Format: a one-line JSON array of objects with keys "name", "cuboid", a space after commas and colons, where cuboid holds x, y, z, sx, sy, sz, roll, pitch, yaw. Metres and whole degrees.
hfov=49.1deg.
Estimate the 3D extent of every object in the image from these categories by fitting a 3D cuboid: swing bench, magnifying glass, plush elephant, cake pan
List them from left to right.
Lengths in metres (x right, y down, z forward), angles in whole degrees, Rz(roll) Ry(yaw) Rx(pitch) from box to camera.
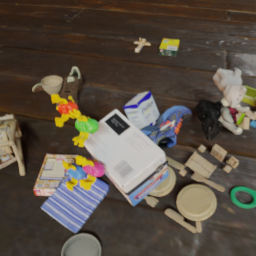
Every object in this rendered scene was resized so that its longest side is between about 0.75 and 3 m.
[{"name": "swing bench", "cuboid": [-4.776, 0.564, 9.205, 2.273, 1.482, 2.285, -13, 41, -15]}, {"name": "cake pan", "cuboid": [-1.175, 3.162, 7.061, 0.984, 0.180, 0.984, 0, 39, 0]}, {"name": "plush elephant", "cuboid": [3.749, -0.582, 10.121, 1.498, 1.160, 1.234, 40, 13, 23]}, {"name": "magnifying glass", "cuboid": [3.956, 2.129, 8.341, 1.757, 0.197, 0.699, 4, 39, 7]}]

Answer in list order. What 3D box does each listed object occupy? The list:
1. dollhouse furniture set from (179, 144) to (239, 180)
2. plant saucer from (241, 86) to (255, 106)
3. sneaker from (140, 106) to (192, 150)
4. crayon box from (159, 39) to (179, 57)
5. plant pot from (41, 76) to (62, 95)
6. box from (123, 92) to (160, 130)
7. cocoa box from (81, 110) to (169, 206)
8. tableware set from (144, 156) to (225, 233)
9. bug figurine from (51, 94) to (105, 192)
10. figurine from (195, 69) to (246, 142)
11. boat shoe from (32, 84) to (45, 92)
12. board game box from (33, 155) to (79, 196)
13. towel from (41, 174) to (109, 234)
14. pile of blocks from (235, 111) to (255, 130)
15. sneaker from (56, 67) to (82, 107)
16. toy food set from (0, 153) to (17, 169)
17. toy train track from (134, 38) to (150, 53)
[{"name": "dollhouse furniture set", "cuboid": [2.649, 1.359, 9.267, 1.272, 0.728, 1.492, 38, 81, 22]}, {"name": "plant saucer", "cuboid": [5.466, -1.520, 12.666, 1.132, 0.271, 1.130, 30, 48, 31]}, {"name": "sneaker", "cuboid": [1.421, 0.194, 10.138, 2.766, 1.042, 1.085, -37, 56, -25]}, {"name": "crayon box", "cuboid": [2.430, -4.750, 16.476, 1.001, 0.401, 1.578, 10, 41, 12]}, {"name": "plant pot", "cuboid": [-3.437, -1.866, 12.798, 0.950, 0.638, 0.950, 0, 40, 0]}, {"name": "box", "cuboid": [0.554, -0.561, 10.493, 0.637, 1.215, 1.117, -10, 24, 38]}, {"name": "cocoa box", "cuboid": [-0.096, 0.857, 8.310, 1.487, 1.464, 2.230, -38, 55, -14]}, {"name": "tableware set", "cuboid": [1.430, 1.929, 8.293, 2.442, 0.489, 1.614, 27, 63, 36]}, {"name": "bug figurine", "cuboid": [-1.329, 0.438, 7.553, 0.710, 2.761, 2.141, -13, 16, -32]}, {"name": "figurine", "cuboid": [2.935, -0.772, 8.821, 0.875, 2.032, 1.983, 24, 29, -3]}, {"name": "boat shoe", "cuboid": [-4.006, -1.887, 13.070, 0.343, 0.343, 0.928, 33, 49, 26]}, {"name": "board game box", "cuboid": [-2.242, 1.486, 8.958, 1.111, 0.340, 1.467, 2, 40, 2]}, {"name": "towel", "cuboid": [-1.469, 2.002, 8.120, 1.248, 0.206, 1.724, 33, 48, 7]}, {"name": "pile of blocks", "cuboid": [4.727, -0.312, 11.053, 2.007, 0.824, 0.624, 8, -2, -1]}, {"name": "sneaker", "cuboid": [-2.640, -1.762, 12.398, 0.917, 0.983, 2.602, 1, 39, 2]}, {"name": "toy food set", "cuboid": [-4.499, 0.951, 9.585, 0.896, 0.377, 1.248, -32, 49, -33]}, {"name": "toy train track", "cuboid": [0.755, -5.066, 16.958, 1.021, 0.290, 1.780, 11, 41, 13]}]
